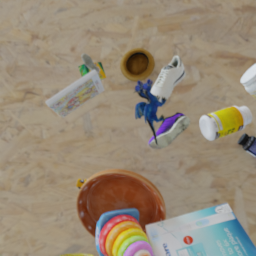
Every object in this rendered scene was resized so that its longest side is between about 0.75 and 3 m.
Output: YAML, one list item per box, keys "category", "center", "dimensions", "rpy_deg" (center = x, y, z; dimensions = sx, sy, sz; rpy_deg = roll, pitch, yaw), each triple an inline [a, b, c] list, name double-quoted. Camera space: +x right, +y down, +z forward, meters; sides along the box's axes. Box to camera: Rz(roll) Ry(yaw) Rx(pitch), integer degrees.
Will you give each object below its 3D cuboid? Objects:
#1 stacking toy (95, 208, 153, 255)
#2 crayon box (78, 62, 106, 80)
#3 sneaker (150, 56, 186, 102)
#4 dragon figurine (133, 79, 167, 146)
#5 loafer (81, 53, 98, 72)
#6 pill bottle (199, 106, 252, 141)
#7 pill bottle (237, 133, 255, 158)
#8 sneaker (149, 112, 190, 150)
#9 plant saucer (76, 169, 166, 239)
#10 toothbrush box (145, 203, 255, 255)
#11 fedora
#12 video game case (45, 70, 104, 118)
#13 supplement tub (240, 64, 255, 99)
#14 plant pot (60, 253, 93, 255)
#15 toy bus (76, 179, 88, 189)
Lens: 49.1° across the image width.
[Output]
- category: "stacking toy"
  center: [0.173, 3.513, 7.899]
  dimensions: [1.445, 2.632, 1.528]
  rpy_deg: [-2, 100, -27]
- category: "crayon box"
  center: [-1.328, -2.077, 10.505]
  dimensions: [0.324, 1.113, 0.661]
  rpy_deg: [-15, 98, 32]
- category: "sneaker"
  center: [1.289, -1.668, 9.870]
  dimensions: [0.748, 0.788, 1.957]
  rpy_deg: [23, 66, 31]
- category: "dragon figurine"
  center: [0.575, -0.466, 8.316]
  dimensions: [0.997, 0.590, 2.004]
  rpy_deg: [-5, 110, -35]
- category: "loafer"
  center: [-1.298, -2.129, 9.183]
  dimensions: [0.305, 0.872, 0.304]
  rpy_deg: [-46, 53, -7]
- category: "pill bottle"
  center: [2.720, -0.168, 7.777]
  dimensions: [1.319, 0.720, 0.720]
  rpy_deg: [-18, 76, -10]
- category: "pill bottle"
  center: [5.238, 0.778, 11.614]
  dimensions: [1.256, 0.703, 0.703]
  rpy_deg: [35, 78, 8]
- category: "sneaker"
  center: [1.362, 0.061, 9.885]
  dimensions: [1.657, 0.576, 0.824]
  rpy_deg: [-38, 35, 4]
- category: "plant saucer"
  center: [-0.240, 2.686, 9.317]
  dimensions: [2.990, 0.483, 2.990]
  rpy_deg: [3, 111, 8]
- category: "toothbrush box"
  center: [2.111, 3.670, 8.309]
  dimensions: [2.764, 1.179, 2.023]
  rpy_deg: [-14, 35, -3]
- category: "fedora"
  center: [0.415, -2.741, 12.537]
  dimensions: [1.613, 0.658, 1.613]
  rpy_deg: [0, 78, 1]
- category: "video game case"
  center: [-1.571, -1.000, 8.704]
  dimensions: [1.703, 1.550, 0.195]
  rpy_deg: [-34, 79, -4]
- category: "supplement tub"
  center: [4.535, -1.360, 9.196]
  dimensions: [1.412, 1.026, 1.026]
  rpy_deg: [39, 78, -8]
- category: "plant pot"
  center: [-1.461, 4.242, 7.647]
  dimensions: [1.954, 1.954, 1.387]
  rpy_deg: [0, 73, 0]
- category: "toy bus"
  center: [-1.347, 2.135, 10.185]
  dimensions: [1.024, 0.401, 0.333]
  rpy_deg: [19, 107, 8]
